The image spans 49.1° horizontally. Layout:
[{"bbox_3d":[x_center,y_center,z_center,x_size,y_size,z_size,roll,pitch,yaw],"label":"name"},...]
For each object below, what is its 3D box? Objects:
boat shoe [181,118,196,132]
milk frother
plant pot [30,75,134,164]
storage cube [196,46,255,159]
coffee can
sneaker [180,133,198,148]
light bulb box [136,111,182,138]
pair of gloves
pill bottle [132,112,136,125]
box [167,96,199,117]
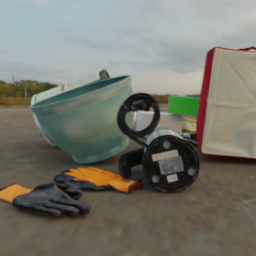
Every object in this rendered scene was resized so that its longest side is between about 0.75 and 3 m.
[{"bbox_3d":[3.560,-0.206,14.012,2.168,0.680,0.795,-5,8,-39],"label":"boat shoe"},{"bbox_3d":[0.533,0.189,5.385,1.488,1.649,1.551,5,6,2],"label":"milk frother"},{"bbox_3d":[-0.920,-0.157,7.105,2.550,1.709,2.550,-16,14,4],"label":"plant pot"},{"bbox_3d":[3.299,-0.700,7.556,2.557,2.992,2.689,7,14,11],"label":"storage cube"},{"bbox_3d":[-1.589,-0.650,9.188,2.489,1.822,1.822,-19,4,5],"label":"coffee can"},{"bbox_3d":[2.199,0.373,9.488,1.335,0.492,0.534,5,6,38],"label":"sneaker"},{"bbox_3d":[1.238,-0.146,11.647,1.555,0.979,1.569,3,5,-9],"label":"light bulb box"},{"bbox_3d":[-0.939,0.992,4.719,1.785,0.248,2.003,4,8,32],"label":"pair of gloves"},{"bbox_3d":[-0.839,-0.580,14.197,2.347,1.403,1.403,-2,6,-32],"label":"pill bottle"},{"bbox_3d":[2.515,-0.855,11.176,1.539,0.744,1.358,9,5,24],"label":"box"}]
